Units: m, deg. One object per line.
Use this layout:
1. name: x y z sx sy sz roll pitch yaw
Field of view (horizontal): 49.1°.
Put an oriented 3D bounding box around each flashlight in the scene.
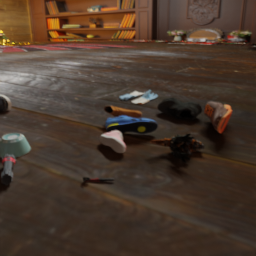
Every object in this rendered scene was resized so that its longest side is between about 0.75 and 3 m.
1. flashlight: -2.932 1.016 6.821 0.344 0.343 1.013 -41 32 3

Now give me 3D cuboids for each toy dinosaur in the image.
1. toy dinosaur: 1.403 0.515 7.821 1.473 0.752 1.000 -15 7 -2

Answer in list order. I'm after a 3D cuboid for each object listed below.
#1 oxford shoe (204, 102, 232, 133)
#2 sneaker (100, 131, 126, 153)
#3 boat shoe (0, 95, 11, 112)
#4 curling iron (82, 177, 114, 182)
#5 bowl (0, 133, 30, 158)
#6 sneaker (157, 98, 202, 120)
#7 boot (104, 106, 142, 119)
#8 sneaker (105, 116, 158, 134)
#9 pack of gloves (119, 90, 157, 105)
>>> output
1. oxford shoe: 2.954 -0.420 9.526 0.857 0.838 2.350 25 17 11
2. sneaker: -0.301 0.362 8.281 0.597 0.430 1.141 -22 26 -33
3. boat shoe: -5.755 -1.143 11.736 2.071 0.765 0.625 24 26 30
4. curling iron: -0.706 1.218 6.551 0.761 0.097 0.189 3 -18 -3
5. bowl: -3.302 0.454 8.009 0.909 0.476 0.909 -1 22 0
6. sneaker: 1.885 -0.695 10.757 1.738 0.660 0.789 8 35 31
7. boot: -0.191 -0.549 10.041 1.222 0.469 0.949 17 -1 44
8. sneaker: 0.103 -0.177 9.206 1.706 0.562 0.669 -3 42 -1
9. pack of gloves: 0.498 -1.581 13.335 1.443 0.339 1.717 15 26 31
